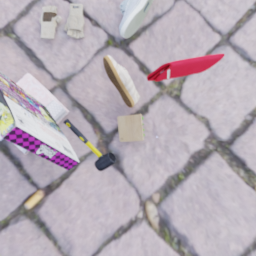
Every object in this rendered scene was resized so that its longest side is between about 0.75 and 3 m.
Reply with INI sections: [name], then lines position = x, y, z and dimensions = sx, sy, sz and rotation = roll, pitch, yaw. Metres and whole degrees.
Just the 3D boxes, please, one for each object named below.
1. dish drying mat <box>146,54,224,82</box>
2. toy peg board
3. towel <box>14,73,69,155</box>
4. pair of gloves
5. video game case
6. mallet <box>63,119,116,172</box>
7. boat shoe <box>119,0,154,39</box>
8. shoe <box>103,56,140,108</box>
[dish drying mat]
position = 1.493, -1.499, 6.975
dimensions = 2.228, 0.856, 0.203
rotation = -17, 80, -39
[toy peg board]
position = 0.136, 0.006, 8.495
dimensions = 0.778, 0.382, 0.781
rotation = -5, 92, 27
[towel]
position = -3.149, -0.450, 8.674
dimensions = 1.858, 0.314, 1.945
rotation = 41, 81, 7
[pair of gloves]
position = -2.187, -3.490, 9.268
dimensions = 1.476, 0.259, 1.255
rotation = -5, 76, -3
[video game case]
position = -2.410, -0.218, 6.820
dimensions = 0.453, 2.528, 2.292
rotation = -39, 61, 1
[mallet]
position = -1.023, 0.444, 6.847
dimensions = 1.593, 0.328, 0.525
rotation = 41, 116, -11
[boat shoe]
position = 0.159, -3.890, 9.154
dimensions = 0.773, 0.757, 2.169
rotation = 26, 76, 14
[shoe]
position = -0.182, -1.408, 8.277
dimensions = 0.465, 0.609, 1.743
rotation = -39, 118, -16
